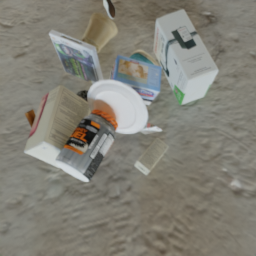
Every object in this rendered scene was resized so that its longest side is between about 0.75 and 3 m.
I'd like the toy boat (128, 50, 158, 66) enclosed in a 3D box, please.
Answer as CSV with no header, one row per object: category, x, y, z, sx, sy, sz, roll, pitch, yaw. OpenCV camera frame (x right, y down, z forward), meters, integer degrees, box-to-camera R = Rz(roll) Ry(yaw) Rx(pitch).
toy boat,0.454,-2.287,11.262,1.423,1.693,0.787,35,61,-17

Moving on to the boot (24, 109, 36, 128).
boot,-3.292,-0.146,10.039,0.361,0.992,1.054,-19,99,15

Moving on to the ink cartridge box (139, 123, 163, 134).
ink cartridge box,0.801,0.015,10.135,0.807,0.440,0.203,-14,60,38

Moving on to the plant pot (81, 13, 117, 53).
plant pot,-1.395,-4.197,12.688,1.410,1.410,1.291,24,72,14

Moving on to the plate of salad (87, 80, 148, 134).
plate of salad,-0.328,-0.675,8.972,2.113,2.113,0.507,21,46,12

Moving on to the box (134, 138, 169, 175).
box,0.824,0.979,9.734,0.579,0.474,1.218,39,61,10

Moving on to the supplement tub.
supplement tub,-1.192,0.506,8.536,1.229,1.229,2.005,24,67,14

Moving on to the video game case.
video game case,-1.922,-2.589,10.810,1.962,2.159,0.252,26,67,19

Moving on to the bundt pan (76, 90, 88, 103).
bundt pan,-1.608,-1.133,10.784,0.836,0.314,0.836,19,46,-21

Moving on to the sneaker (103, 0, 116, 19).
sneaker,-0.716,-4.561,10.597,0.323,0.375,0.886,-21,102,-18

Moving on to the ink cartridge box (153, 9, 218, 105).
ink cartridge box,2.036,-2.629,10.651,1.175,2.074,2.829,-20,70,-5

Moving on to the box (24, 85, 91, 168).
box,-2.346,-0.021,9.635,1.256,1.474,2.305,-21,48,38

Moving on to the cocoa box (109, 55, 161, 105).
cocoa box,0.213,-1.577,9.450,1.575,1.034,1.050,12,66,-12
